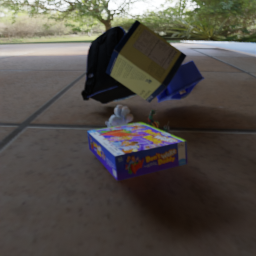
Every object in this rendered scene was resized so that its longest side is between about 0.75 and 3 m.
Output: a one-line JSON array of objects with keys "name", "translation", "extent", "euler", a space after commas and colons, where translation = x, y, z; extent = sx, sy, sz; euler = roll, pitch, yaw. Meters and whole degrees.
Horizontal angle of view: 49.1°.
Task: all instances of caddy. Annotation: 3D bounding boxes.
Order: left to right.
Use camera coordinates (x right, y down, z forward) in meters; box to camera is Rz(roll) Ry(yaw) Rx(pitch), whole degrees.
[{"name": "caddy", "translation": [2.121, -1.819, 11.793], "extent": [2.419, 1.270, 1.710], "euler": [-29, 3, -39]}]

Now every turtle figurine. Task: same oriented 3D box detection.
[{"name": "turtle figurine", "translation": [0.902, -0.071, 9.382], "extent": [0.892, 0.600, 1.191], "euler": [46, 34, 2]}]

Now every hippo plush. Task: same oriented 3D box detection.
[{"name": "hippo plush", "translation": [-0.381, -0.263, 8.791], "extent": [0.737, 0.916, 0.730], "euler": [-26, 71, -36]}]

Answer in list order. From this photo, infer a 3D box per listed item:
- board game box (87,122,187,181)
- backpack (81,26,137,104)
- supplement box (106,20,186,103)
[{"name": "board game box", "translation": [0.088, 0.460, 7.133], "extent": [1.702, 0.567, 2.531], "euler": [-10, 14, -20]}, {"name": "backpack", "translation": [-0.527, -2.601, 12.053], "extent": [2.597, 2.838, 2.086], "euler": [-15, -20, 35]}, {"name": "supplement box", "translation": [0.523, -2.112, 9.386], "extent": [1.955, 1.313, 1.957], "euler": [34, -14, -4]}]
